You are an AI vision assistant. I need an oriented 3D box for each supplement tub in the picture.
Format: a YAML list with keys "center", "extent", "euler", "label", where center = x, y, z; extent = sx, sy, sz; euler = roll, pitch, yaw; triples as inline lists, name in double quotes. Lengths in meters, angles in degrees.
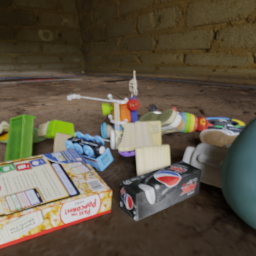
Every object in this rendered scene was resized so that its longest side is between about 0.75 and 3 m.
- center: [-0.152, 0.421, 10.262]
  extent: [0.971, 0.704, 0.704]
  euler: [-2, 16, -8]
  label: "supplement tub"

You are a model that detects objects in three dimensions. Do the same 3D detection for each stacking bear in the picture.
- center: [2.664, -0.213, 12.244]
  extent: [1.672, 1.015, 0.951]
  euler: [7, -25, -2]
  label: "stacking bear"

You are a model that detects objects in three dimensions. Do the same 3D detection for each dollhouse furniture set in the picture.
- center: [-3.520, 0.647, 9.619]
  extent: [2.991, 1.501, 1.960]
  euler: [-9, -15, 39]
  label: "dollhouse furniture set"

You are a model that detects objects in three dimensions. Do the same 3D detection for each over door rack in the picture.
- center: [-1.154, -0.390, 11.114]
  extent: [2.463, 1.820, 0.820]
  euler: [6, 18, 20]
  label: "over door rack"

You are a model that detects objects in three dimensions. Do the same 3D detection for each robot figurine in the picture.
- center: [2.412, 1.026, 7.457]
  extent: [1.881, 1.062, 1.595]
  euler: [12, -7, 37]
  label: "robot figurine"

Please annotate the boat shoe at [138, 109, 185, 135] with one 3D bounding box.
- center: [1.289, -0.111, 11.771]
  extent: [0.901, 0.984, 2.634]
  euler: [37, -17, -22]
  label: "boat shoe"

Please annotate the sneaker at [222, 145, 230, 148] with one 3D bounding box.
- center: [4.150, 0.580, 8.810]
  extent: [2.545, 1.084, 0.993]
  euler: [-5, 24, -5]
  label: "sneaker"

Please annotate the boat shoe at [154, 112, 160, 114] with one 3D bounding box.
- center: [1.728, -0.499, 13.851]
  extent: [1.772, 0.638, 0.607]
  euler: [-9, -5, -6]
  label: "boat shoe"

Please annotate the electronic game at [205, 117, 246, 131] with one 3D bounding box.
- center: [4.354, -0.183, 12.939]
  extent: [2.029, 0.422, 2.029]
  euler: [0, 16, 0]
  label: "electronic game"

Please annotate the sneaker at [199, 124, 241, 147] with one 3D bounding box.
- center: [3.508, 0.279, 10.669]
  extent: [2.039, 0.715, 1.106]
  euler: [4, 20, -12]
  label: "sneaker"

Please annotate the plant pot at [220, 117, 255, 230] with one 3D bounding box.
- center: [2.935, 1.014, 5.535]
  extent: [2.684, 2.684, 1.807]
  euler: [-9, -16, -28]
  label: "plant pot"

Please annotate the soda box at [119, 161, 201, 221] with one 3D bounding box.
- center: [0.803, 1.425, 6.640]
  extent: [2.058, 0.728, 0.652]
  euler: [-12, 23, -35]
  label: "soda box"

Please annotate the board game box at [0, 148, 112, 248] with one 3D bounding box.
- center: [-2.093, 1.414, 6.281]
  extent: [2.799, 0.648, 2.120]
  euler: [-9, 27, -30]
  label: "board game box"

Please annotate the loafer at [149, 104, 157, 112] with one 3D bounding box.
- center: [1.522, -1.152, 16.571]
  extent: [0.368, 0.356, 1.049]
  euler: [9, 22, 12]
  label: "loafer"

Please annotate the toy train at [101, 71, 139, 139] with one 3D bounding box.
- center: [-0.379, -0.869, 11.222]
  extent: [1.557, 2.691, 1.139]
  euler: [-5, 0, -4]
  label: "toy train"

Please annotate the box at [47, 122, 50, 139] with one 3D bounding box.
- center: [-3.136, 0.076, 11.873]
  extent: [0.584, 0.497, 0.913]
  euler: [-4, 16, -13]
  label: "box"

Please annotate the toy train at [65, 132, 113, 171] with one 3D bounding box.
- center: [-1.273, 0.723, 8.702]
  extent: [1.663, 0.950, 0.721]
  euler: [9, 40, 40]
  label: "toy train"

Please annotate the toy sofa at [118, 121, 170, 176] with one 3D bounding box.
- center: [0.460, 0.681, 8.543]
  extent: [1.358, 1.152, 2.783]
  euler: [-4, 16, 2]
  label: "toy sofa"
